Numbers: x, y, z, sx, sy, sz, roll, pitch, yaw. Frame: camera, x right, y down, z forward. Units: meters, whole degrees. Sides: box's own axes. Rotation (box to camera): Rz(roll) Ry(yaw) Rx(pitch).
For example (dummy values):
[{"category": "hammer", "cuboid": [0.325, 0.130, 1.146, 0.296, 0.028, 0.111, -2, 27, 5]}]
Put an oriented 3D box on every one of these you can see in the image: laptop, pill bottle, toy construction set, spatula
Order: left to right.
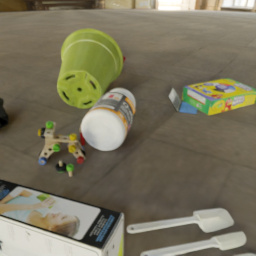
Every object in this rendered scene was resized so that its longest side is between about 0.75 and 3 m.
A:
[{"category": "toy construction set", "cuboid": [-1.738, 0.289, 7.721, 1.317, 1.214, 1.579, 11, 30, 19]}, {"category": "pill bottle", "cuboid": [-0.500, -0.374, 8.832, 1.323, 1.323, 2.273, 6, 29, 11]}, {"category": "laptop", "cuboid": [2.151, -1.054, 10.851, 0.634, 1.093, 1.024, -25, 16, 28]}, {"category": "spatula", "cuboid": [1.215, 2.187, 5.191, 2.334, 0.187, 1.623, -3, 34, -16]}]

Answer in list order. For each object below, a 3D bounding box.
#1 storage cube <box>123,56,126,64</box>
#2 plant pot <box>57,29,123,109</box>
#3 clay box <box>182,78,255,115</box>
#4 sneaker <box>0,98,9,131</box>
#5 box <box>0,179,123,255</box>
[{"category": "storage cube", "cuboid": [-0.921, -3.163, 13.609, 1.173, 1.054, 1.003, -6, 59, 51]}, {"category": "plant pot", "cuboid": [-1.674, -2.172, 11.237, 2.724, 2.724, 2.587, 2, 39, 4]}, {"category": "clay box", "cuboid": [3.810, -1.356, 11.306, 2.830, 0.674, 1.626, -15, 33, -25]}, {"category": "sneaker", "cuboid": [-4.542, -0.394, 9.654, 0.933, 0.781, 2.055, 6, 34, -10]}, {"category": "box", "cuboid": [-1.361, 1.858, 4.573, 2.539, 1.481, 0.763, 9, 27, 19]}]
